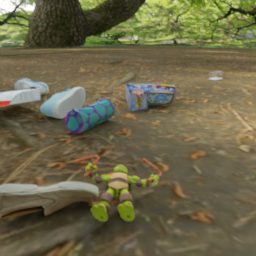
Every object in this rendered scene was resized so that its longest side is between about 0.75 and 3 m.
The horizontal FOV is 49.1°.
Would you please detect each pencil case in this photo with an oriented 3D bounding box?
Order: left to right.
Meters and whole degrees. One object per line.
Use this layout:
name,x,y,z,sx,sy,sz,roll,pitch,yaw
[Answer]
pencil case,-1.306,-0.464,9.748,0.879,0.810,1.903,37,33,17

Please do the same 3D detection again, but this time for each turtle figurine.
turtle figurine,-0.293,1.182,5.613,1.887,0.608,1.522,9,28,2

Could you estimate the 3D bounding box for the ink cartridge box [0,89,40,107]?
ink cartridge box,-4.915,-1.167,11.135,1.774,0.623,2.182,2,10,36

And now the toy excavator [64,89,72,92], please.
toy excavator,-2.717,-1.661,13.473,0.419,0.816,0.839,2,48,6

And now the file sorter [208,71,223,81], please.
file sorter,5.662,-3.377,18.113,0.808,0.503,0.560,-14,25,-34

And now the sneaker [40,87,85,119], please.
sneaker,-2.629,-1.146,11.429,1.043,0.941,2.544,11,22,15

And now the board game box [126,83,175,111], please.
board game box,0.851,-1.347,12.283,2.345,0.723,2.343,4,22,9

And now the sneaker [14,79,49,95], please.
sneaker,-5.056,-2.005,14.139,1.988,0.745,0.861,8,27,21

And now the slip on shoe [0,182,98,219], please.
slip on shoe,-1.479,1.367,5.255,1.839,0.699,0.557,4,59,-15
